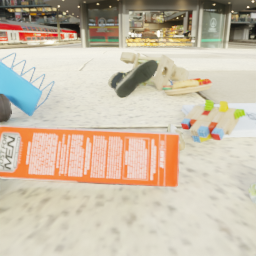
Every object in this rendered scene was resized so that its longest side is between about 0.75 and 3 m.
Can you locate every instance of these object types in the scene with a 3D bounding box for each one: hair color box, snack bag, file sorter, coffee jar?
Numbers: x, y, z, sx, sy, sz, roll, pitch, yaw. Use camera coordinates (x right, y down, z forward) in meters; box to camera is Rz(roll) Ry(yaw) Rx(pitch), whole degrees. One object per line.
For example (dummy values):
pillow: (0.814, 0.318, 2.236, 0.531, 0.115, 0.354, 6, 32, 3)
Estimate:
hair color box: (-0.499, 0.444, 3.963, 2.281, 0.698, 1.158, 3, -12, 3)
snack bag: (2.949, -0.250, 7.473, 2.537, 0.272, 2.392, -3, 20, -6)
file sorter: (-2.985, -1.282, 7.965, 1.459, 1.013, 0.895, 37, 40, -4)
coffee jar: (-3.958, -0.418, 7.090, 1.812, 0.773, 0.945, -12, 10, -33)

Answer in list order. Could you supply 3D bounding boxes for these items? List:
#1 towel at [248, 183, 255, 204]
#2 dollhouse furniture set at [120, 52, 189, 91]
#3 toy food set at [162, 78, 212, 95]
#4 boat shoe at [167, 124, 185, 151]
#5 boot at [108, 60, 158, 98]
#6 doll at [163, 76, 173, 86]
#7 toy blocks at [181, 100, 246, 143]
towel: (2.635, 1.096, 3.239, 1.624, 0.457, 1.897, -1, 19, -7)
dollhouse furniture set: (1.096, -2.377, 12.935, 2.495, 1.387, 2.207, 18, 1, 43)
toy food set: (2.192, -1.582, 10.576, 1.865, 0.454, 1.846, -14, 10, -29)
boat shoe: (1.004, 0.222, 5.997, 0.344, 0.376, 1.006, 5, 28, 3)
boot: (0.107, -2.057, 10.878, 1.924, 0.694, 1.453, -40, 30, -3)
doll: (1.689, -2.144, 12.833, 1.014, 0.360, 1.487, 15, 18, -10)
toy blocks: (1.749, -0.061, 6.212, 1.362, 0.681, 0.931, 11, 48, 45)
